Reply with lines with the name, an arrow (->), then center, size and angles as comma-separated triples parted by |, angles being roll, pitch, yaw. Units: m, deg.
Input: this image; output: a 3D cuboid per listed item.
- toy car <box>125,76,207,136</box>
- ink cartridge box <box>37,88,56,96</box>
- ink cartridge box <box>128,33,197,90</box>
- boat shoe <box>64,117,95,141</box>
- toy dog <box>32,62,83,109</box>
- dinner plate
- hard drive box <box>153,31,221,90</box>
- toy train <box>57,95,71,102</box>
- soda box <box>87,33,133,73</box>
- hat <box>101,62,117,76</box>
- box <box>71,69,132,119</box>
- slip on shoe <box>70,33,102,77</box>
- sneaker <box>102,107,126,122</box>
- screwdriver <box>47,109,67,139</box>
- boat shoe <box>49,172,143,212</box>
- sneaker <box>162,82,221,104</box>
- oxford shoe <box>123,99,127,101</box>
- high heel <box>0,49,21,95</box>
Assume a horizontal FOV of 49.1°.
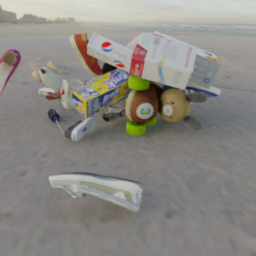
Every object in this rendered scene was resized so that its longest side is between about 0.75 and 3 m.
toy car -> 1.277, -0.674, 9.031 | 2.355, 1.935, 1.858 | 16, 29, 24
ink cartridge box -> -3.892, -1.754, 13.746 | 0.953, 0.240, 0.519 | 11, 25, 21
ink cartridge box -> 0.988, -1.896, 7.939 | 1.669, 0.691, 1.217 | 17, 53, 4
boat shoe -> -1.568, 0.000, 9.078 | 0.503, 0.531, 1.518 | 10, 27, 15
toy dog -> -1.648, -0.978, 6.298 | 1.175, 0.775, 0.566 | 33, 1, -5
dinner plate -> 0.963, -2.196, 10.956 | 2.928, 2.928, 0.355 | -11, 26, -24
hard drive box -> 1.754, -2.320, 9.379 | 2.310, 0.887, 1.800 | 21, 26, -1
toy train -> -2.241, -1.098, 11.763 | 2.001, 0.417, 0.564 | 22, 17, 37
soda box -> -0.443, -2.318, 8.811 | 1.641, 0.523, 0.559 | 24, -15, -1
hat -> -0.302, -2.133, 11.510 | 1.994, 1.994, 0.804 | -12, 4, -26
box -> -0.702, -1.245, 9.368 | 2.365, 0.760, 0.829 | -30, 56, -34
slip on shoe -> -1.312, -2.488, 9.780 | 0.620, 2.026, 0.751 | -18, 58, 9
sneaker -> -0.659, -0.537, 10.374 | 1.071, 0.402, 0.619 | -15, 31, -41
screwdriver -> -2.402, -0.129, 9.787 | 0.390, 0.374, 2.684 | 21, 10, -36
boat shoe -> -0.665, 1.247, 5.622 | 1.896, 0.608, 0.699 | 9, -7, -3
sneaker -> 2.153, -0.910, 10.257 | 2.105, 1.541, 0.848 | 13, 11, 10
oxford shoe -> 0.362, -1.614, 12.966 | 0.812, 0.765, 2.173 | 23, 32, 13
high heel -> -4.719, -1.845, 10.201 | 0.788, 2.339, 1.122 | 29, 9, -18
